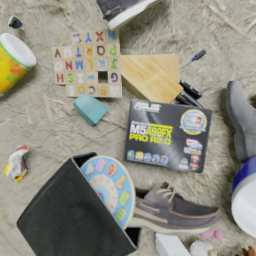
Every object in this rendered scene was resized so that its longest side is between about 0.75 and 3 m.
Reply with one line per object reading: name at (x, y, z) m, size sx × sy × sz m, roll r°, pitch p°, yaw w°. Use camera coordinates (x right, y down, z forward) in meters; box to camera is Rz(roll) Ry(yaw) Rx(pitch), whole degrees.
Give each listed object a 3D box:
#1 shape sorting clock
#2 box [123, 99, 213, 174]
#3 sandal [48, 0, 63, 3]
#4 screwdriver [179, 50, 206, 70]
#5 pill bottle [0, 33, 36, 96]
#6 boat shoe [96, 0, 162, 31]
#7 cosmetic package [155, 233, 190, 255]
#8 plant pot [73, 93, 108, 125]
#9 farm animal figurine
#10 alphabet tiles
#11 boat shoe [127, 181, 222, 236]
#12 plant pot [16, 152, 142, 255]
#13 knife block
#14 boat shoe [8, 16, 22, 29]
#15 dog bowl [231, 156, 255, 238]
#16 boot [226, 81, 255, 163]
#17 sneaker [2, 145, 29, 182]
shape sorting clock at (-0.716, 1.776, 7.246) m, size 2.104 × 0.413 × 2.104 m, roll -4°, pitch 84°, yaw 38°
box at (0.999, 0.189, 7.278) m, size 2.075 × 0.459 × 1.662 m, roll 9°, pitch 98°, yaw 8°
sandal at (-2.154, -3.664, 7.960) m, size 0.298 × 0.814 × 0.268 m, roll 26°, pitch 100°, yaw 23°
screwdriver at (1.828, -1.985, 8.417) m, size 1.174 × 0.164 × 0.171 m, roll -31°, pitch 53°, yaw 1°
pill bottle at (-3.611, -1.554, 7.743) m, size 1.960 × 1.088 × 1.088 m, roll -38°, pitch 85°, yaw 14°
boat shoe at (0.306, -3.474, 7.269) m, size 2.822 × 1.042 × 0.851 m, roll -42°, pitch 108°, yaw -29°
cosmetic package at (1.179, 3.236, 7.065) m, size 0.492 × 1.212 × 0.684 m, roll -16°, pitch 128°, yaw -17°
plant pot at (-1.105, -0.567, 7.847) m, size 0.818 × 0.578 × 0.578 m, roll 41°, pitch 74°, yaw -12°
farm animal figurine at (2.397, 3.463, 7.103) m, size 1.813 × 0.912 × 1.464 m, roll 26°, pitch 108°, yaw -6°
alphabet tiles at (-1.198, -1.757, 7.817) m, size 2.142 × 0.081 × 1.791 m, roll 4°, pitch 106°, yaw 23°
boat shoe at (0.794, 1.932, 6.966) m, size 2.912 × 1.085 × 1.068 m, roll -3°, pitch 92°, yaw 24°
plant pot at (-1.191, 2.213, 6.968) m, size 2.108 × 2.371 × 2.376 m, roll -38°, pitch 85°, yaw 4°
knife block at (0.778, -0.870, 7.911) m, size 2.586 × 0.827 × 2.270 m, roll -2°, pitch 83°, yaw -3°
boat shoe at (-3.147, -2.918, 7.854) m, size 0.280 × 0.843 × 0.315 m, roll 29°, pitch 96°, yaw -18°
dog bowl at (3.834, 1.777, 6.929) m, size 2.400 × 0.945 × 2.400 m, roll 10°, pitch 125°, yaw 15°
boot at (3.612, -0.285, 7.489) m, size 1.574 × 0.834 × 2.391 m, roll -14°, pitch 85°, yaw 37°
sneaker at (-2.946, 0.972, 7.658) m, size 0.547 × 0.518 × 1.332 m, roll 38°, pitch 126°, yaw 4°
